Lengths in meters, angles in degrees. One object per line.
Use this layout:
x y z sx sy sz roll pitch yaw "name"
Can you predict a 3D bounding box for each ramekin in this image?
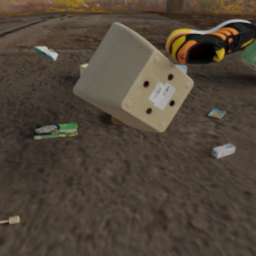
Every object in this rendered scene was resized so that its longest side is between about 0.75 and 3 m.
7.847 -3.838 15.763 2.992 1.462 2.992 28 18 -10 "ramekin"

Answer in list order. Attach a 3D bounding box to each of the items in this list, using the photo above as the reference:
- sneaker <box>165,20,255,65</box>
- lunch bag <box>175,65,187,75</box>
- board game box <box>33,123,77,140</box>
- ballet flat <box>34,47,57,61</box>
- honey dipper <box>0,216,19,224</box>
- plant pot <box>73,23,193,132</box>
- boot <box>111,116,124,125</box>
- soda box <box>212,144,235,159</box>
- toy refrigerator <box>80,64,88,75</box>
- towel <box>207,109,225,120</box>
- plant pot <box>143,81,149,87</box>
2.325 -2.069 7.220 2.595 0.907 1.167 -11 43 -11 "sneaker"
2.625 -3.313 16.710 1.796 0.692 1.440 7 27 12 "lunch bag"
-2.852 0.121 11.125 1.628 0.191 0.853 -4 27 -6 "board game box"
-3.405 -3.160 11.699 1.142 0.396 0.396 30 39 18 "ballet flat"
-3.255 2.398 7.089 0.929 0.176 0.176 -8 30 -9 "honey dipper"
0.307 -1.215 7.926 2.425 2.422 2.147 30 4 -34 "plant pot"
0.137 -0.631 12.059 1.651 0.601 1.283 -3 29 2 "boot"
3.345 0.804 9.814 0.821 0.260 0.280 -13 32 -22 "soda box"
-1.359 -2.878 15.601 1.101 1.015 2.901 -26 39 -38 "toy refrigerator"
3.955 -0.617 12.529 0.580 0.086 0.790 19 35 31 "towel"
0.083 -2.384 11.119 1.710 1.878 1.878 -7 30 -10 "plant pot"
